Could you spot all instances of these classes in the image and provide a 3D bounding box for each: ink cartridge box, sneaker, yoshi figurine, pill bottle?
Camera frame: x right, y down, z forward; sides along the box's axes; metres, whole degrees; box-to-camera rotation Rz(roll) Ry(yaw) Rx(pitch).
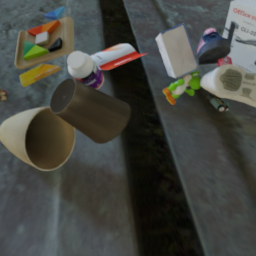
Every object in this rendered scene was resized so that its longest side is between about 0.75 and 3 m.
[{"bbox_3d":[-0.529,-2.739,10.689,1.719,0.531,2.120,-27,21,-19],"label":"ink cartridge box"},{"bbox_3d":[3.596,-1.326,8.993,2.866,1.117,1.424,16,2,-20],"label":"sneaker"},{"bbox_3d":[1.884,-1.338,9.274,1.353,0.761,0.758,-37,90,3],"label":"yoshi figurine"},{"bbox_3d":[2.534,-2.604,8.640,0.907,1.061,2.587,-2,4,6],"label":"sneaker"},{"bbox_3d":[4.588,-3.276,10.400,1.092,2.608,1.882,-28,50,-26],"label":"ink cartridge box"},{"bbox_3d":[-1.160,-1.524,7.559,0.706,1.255,0.706,-4,73,13],"label":"pill bottle"},{"bbox_3d":[1.646,-2.665,9.918,0.870,1.556,2.280,-21,12,4],"label":"ink cartridge box"}]

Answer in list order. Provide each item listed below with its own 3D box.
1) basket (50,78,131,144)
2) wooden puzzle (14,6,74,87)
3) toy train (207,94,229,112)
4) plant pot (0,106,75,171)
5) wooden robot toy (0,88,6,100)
[{"bbox_3d":[-1.021,-0.441,7.069,1.498,1.661,1.130,-32,49,27],"label":"basket"},{"bbox_3d":[-2.542,-2.627,8.496,1.950,0.338,2.890,-18,57,4],"label":"wooden puzzle"},{"bbox_3d":[3.009,-0.848,9.407,0.468,0.350,0.821,-4,46,-27],"label":"toy train"},{"bbox_3d":[-2.620,0.204,7.500,1.741,1.631,1.631,5,40,34],"label":"plant pot"},{"bbox_3d":[-4.641,-1.358,9.976,0.414,0.427,0.940,-31,52,-28],"label":"wooden robot toy"}]
